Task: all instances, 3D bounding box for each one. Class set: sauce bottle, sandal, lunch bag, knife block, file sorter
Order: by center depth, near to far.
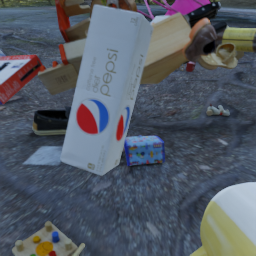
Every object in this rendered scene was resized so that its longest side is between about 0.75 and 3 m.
[{"bbox_3d":[1.012,-2.057,6.563,2.716,2.385,0.869,-13,69,-54],"label":"knife block"},{"bbox_3d":[2.575,-1.952,7.400,1.751,0.576,0.642,-18,66,-39],"label":"sandal"},{"bbox_3d":[0.382,0.452,7.579,0.958,0.599,1.273,-5,20,-4],"label":"lunch bag"},{"bbox_3d":[2.892,-2.536,7.985,1.938,0.627,0.627,20,35,39],"label":"sauce bottle"},{"bbox_3d":[1.418,-4.263,10.713,1.715,2.735,1.901,10,49,-35],"label":"file sorter"}]

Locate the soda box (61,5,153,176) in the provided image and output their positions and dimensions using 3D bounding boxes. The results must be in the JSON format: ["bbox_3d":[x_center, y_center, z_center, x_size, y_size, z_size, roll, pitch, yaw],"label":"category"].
[{"bbox_3d":[-0.326,-0.540,4.389,0.759,2.383,0.812,16,10,14],"label":"soda box"}]

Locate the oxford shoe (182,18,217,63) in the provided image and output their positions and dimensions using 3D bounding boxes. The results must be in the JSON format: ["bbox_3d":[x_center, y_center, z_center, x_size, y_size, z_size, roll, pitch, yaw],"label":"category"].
[{"bbox_3d":[1.431,-1.572,5.579,0.479,1.344,0.490,-34,78,-2],"label":"oxford shoe"}]

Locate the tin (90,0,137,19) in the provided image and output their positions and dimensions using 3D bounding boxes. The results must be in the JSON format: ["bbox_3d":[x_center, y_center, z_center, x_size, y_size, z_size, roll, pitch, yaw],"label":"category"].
[{"bbox_3d":[-0.448,-2.889,8.344,1.340,2.394,0.501,15,45,8],"label":"tin"}]

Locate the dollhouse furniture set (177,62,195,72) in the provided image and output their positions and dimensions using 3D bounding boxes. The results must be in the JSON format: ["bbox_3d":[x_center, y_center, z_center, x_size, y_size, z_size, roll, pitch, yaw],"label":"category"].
[{"bbox_3d":[2.824,-3.187,14.204,1.061,0.432,0.571,11,31,19],"label":"dollhouse furniture set"}]

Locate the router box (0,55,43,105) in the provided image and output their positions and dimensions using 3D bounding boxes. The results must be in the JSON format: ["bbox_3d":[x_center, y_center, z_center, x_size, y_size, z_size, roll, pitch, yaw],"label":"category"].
[{"bbox_3d":[-3.327,-1.299,7.310,1.726,0.422,1.549,7,47,32],"label":"router box"}]

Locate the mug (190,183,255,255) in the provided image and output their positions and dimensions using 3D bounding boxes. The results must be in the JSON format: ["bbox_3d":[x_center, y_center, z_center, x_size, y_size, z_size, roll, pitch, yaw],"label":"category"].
[{"bbox_3d":[1.784,1.770,3.887,2.389,1.913,1.961,-1,20,-14],"label":"mug"}]

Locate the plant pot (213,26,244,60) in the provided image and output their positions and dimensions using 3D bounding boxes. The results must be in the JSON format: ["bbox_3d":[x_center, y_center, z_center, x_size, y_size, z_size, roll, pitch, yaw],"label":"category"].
[{"bbox_3d":[3.228,-2.610,9.263,0.992,0.991,0.878,-38,44,1],"label":"plant pot"}]

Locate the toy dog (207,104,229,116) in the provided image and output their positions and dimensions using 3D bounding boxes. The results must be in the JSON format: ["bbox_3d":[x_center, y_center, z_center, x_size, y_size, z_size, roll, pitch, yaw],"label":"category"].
[{"bbox_3d":[3.082,-0.639,9.648,0.780,0.376,0.515,-3,29,-6],"label":"toy dog"}]

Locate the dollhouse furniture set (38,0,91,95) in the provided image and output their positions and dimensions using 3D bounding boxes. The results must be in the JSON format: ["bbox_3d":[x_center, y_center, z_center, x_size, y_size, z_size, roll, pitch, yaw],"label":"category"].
[{"bbox_3d":[-1.436,-2.151,6.629,1.350,2.620,2.592,-18,56,4],"label":"dollhouse furniture set"}]

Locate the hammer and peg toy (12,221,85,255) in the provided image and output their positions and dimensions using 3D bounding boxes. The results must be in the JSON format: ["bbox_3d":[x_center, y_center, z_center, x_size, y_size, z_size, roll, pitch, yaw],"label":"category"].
[{"bbox_3d":[-1.266,2.112,4.653,1.137,0.401,0.836,23,35,35],"label":"hammer and peg toy"}]

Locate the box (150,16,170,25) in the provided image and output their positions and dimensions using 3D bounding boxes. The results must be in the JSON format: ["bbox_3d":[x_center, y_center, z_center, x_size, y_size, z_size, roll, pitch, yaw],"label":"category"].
[{"bbox_3d":[0.864,-2.694,8.194,1.027,0.546,0.782,-51,30,0],"label":"box"}]

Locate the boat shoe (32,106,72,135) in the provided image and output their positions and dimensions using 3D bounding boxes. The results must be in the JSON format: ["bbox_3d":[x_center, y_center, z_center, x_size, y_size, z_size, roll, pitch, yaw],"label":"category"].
[{"bbox_3d":[-1.760,-0.292,8.671,2.347,0.731,0.876,-5,27,-12],"label":"boat shoe"}]

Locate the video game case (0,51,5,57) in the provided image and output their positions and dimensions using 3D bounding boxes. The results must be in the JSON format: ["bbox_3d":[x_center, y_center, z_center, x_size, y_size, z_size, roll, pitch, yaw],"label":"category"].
[{"bbox_3d":[-4.757,-2.292,8.878,0.184,1.527,1.675,-11,47,23],"label":"video game case"}]
